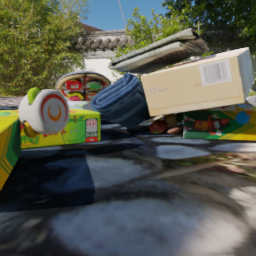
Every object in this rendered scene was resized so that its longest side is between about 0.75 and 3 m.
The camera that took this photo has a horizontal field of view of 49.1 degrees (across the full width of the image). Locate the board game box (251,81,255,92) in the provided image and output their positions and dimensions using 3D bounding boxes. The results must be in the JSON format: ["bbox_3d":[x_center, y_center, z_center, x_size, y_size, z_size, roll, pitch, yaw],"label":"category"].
[{"bbox_3d":[4.380,-0.757,7.217,2.198,0.443,1.681,38,4,12],"label":"board game box"}]

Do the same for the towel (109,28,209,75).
[{"bbox_3d":[0.861,-1.691,6.756,2.043,0.353,1.967,-16,-3,27],"label":"towel"}]

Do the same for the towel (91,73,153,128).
[{"bbox_3d":[0.033,-0.578,7.454,1.347,0.586,2.414,-33,-17,11],"label":"towel"}]

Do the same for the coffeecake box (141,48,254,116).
[{"bbox_3d":[1.859,-1.201,6.913,2.059,0.980,2.682,-7,13,30],"label":"coffeecake box"}]

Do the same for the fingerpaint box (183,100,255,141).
[{"bbox_3d":[2.423,-0.274,7.551,1.755,0.772,2.104,1,13,13],"label":"fingerpaint box"}]

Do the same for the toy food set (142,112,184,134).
[{"bbox_3d":[1.074,-0.116,7.762,1.111,0.617,1.888,-23,1,16],"label":"toy food set"}]

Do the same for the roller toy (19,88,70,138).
[{"bbox_3d":[-1.436,-0.252,4.785,0.570,0.816,0.744,-3,2,35],"label":"roller toy"}]

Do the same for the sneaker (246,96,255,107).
[{"bbox_3d":[4.970,-0.633,10.589,2.428,0.942,1.360,9,2,-15],"label":"sneaker"}]

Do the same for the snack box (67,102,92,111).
[{"bbox_3d":[-2.369,-0.569,10.149,1.915,0.713,2.692,0,8,-2],"label":"snack box"}]

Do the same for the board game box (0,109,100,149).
[{"bbox_3d":[-2.240,-0.017,6.287,2.882,0.686,1.464,-5,9,-30],"label":"board game box"}]

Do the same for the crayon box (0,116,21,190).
[{"bbox_3d":[-2.425,0.339,3.386,1.814,0.726,2.858,0,8,-13],"label":"crayon box"}]

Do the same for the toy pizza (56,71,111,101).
[{"bbox_3d":[-1.588,-1.396,10.152,2.004,0.318,2.004,-6,-23,-2],"label":"toy pizza"}]
